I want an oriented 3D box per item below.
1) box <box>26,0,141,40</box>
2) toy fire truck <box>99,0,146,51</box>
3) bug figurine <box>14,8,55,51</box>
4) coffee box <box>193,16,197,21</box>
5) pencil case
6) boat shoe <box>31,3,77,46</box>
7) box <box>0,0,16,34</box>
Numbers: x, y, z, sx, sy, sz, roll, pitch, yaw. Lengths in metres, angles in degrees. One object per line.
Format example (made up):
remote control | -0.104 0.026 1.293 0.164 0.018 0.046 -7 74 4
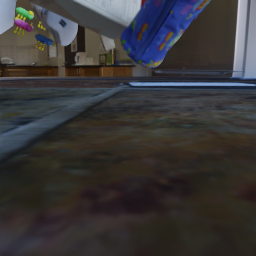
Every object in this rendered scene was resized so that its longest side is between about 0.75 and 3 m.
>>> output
box | -0.950 -3.091 6.412 2.601 1.235 1.011 12 -6 -44
toy fire truck | -0.340 -3.510 8.335 1.777 1.299 2.018 -7 -31 -9
bug figurine | -3.236 -3.586 9.808 1.458 0.484 1.881 16 45 -31
coffee box | 1.834 -4.701 9.937 1.764 0.997 0.704 25 -16 7
pencil case | 0.772 -2.310 5.404 1.294 1.162 2.979 -51 3 -26
boat shoe | -2.423 -3.524 9.186 0.912 0.926 2.612 40 3 4
box | -3.642 -3.153 6.105 2.040 1.553 1.085 21 37 -7
